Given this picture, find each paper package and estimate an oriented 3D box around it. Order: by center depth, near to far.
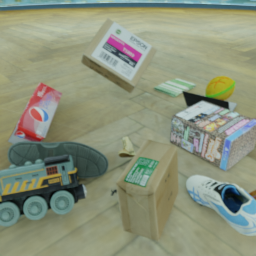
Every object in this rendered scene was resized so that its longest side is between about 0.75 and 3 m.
[{"bbox_3d":[0.561,1.477,6.893,0.940,1.732,1.817,8,34,24],"label":"paper package"}]

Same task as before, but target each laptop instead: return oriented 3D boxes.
[{"bbox_3d":[3.544,-1.262,11.994,1.904,1.179,2.034,19,40,26],"label":"laptop"}]

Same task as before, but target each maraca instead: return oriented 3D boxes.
[{"bbox_3d":[3.697,-1.631,11.385,1.238,0.966,1.805,-24,15,16],"label":"maraca"}]

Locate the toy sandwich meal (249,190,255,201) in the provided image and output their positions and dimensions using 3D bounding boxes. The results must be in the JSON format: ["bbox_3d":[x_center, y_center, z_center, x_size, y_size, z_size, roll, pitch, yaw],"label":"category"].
[{"bbox_3d":[3.575,1.784,7.292,1.023,1.023,0.350,-9,62,-14],"label":"toy sandwich meal"}]

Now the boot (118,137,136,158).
[{"bbox_3d":[-0.103,0.607,9.046,0.310,0.661,0.851,-27,-21,30],"label":"boot"}]

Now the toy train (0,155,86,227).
[{"bbox_3d":[-2.326,1.519,7.018,2.463,1.404,1.050,-10,-2,-8],"label":"toy train"}]

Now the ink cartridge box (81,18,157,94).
[{"bbox_3d":[-0.363,-2.918,11.419,2.440,0.917,2.011,31,74,-6],"label":"ink cartridge box"}]

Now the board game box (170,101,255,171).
[{"bbox_3d":[2.939,0.156,9.696,1.853,1.126,2.324,-25,38,-35],"label":"board game box"}]

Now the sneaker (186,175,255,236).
[{"bbox_3d":[2.347,1.677,7.105,0.953,0.961,2.653,-20,17,-16],"label":"sneaker"}]

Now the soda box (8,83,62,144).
[{"bbox_3d":[-3.336,-0.472,10.361,1.015,0.920,2.900,29,33,-20],"label":"soda box"}]

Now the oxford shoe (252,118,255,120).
[{"bbox_3d":[5.145,-0.027,10.833,1.382,0.489,0.510,21,-1,42],"label":"oxford shoe"}]

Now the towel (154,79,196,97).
[{"bbox_3d":[2.412,-2.078,14.280,1.812,0.212,1.382,-28,41,-35],"label":"towel"}]

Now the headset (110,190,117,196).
[{"bbox_3d":[0.011,1.737,7.852,1.006,0.473,0.621,2,53,-37],"label":"headset"}]

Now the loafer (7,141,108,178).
[{"bbox_3d":[-2.058,0.863,8.546,2.904,1.043,0.913,10,-1,-11],"label":"loafer"}]
